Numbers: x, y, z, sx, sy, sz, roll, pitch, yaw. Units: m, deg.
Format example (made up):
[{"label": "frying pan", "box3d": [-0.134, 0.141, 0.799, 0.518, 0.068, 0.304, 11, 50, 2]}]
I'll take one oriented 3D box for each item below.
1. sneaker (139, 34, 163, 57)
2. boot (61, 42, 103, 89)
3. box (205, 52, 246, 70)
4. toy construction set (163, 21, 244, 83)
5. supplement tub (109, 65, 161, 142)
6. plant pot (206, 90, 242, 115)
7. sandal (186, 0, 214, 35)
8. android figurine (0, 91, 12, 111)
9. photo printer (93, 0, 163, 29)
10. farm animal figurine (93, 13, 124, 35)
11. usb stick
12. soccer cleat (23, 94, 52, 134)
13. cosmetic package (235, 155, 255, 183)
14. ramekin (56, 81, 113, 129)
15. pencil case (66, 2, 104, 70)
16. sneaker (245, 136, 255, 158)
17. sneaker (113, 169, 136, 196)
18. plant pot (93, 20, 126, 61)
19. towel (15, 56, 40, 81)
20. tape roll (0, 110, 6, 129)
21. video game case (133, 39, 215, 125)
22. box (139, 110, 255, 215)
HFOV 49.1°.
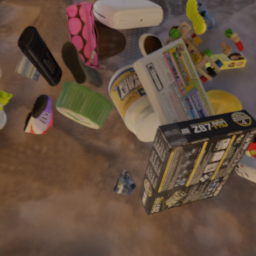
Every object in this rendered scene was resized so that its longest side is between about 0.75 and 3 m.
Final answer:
[{"label": "sneaker", "box3d": [0.812, -3.001, 10.885, 1.038, 2.452, 0.893, 26, 96, 27]}, {"label": "boot", "box3d": [-1.123, -1.566, 7.230, 0.468, 1.173, 1.290, -19, 2, 20]}, {"label": "box", "box3d": [4.776, -3.282, 13.821, 1.889, 0.473, 0.711, -9, 49, -7]}, {"label": "toy construction set", "box3d": [2.460, -2.788, 9.625, 2.522, 1.938, 2.104, -16, 71, 29]}, {"label": "supplement tub", "box3d": [0.533, -0.975, 10.820, 1.934, 1.934, 2.674, -17, 51, -15]}, {"label": "plant pot", "box3d": [3.380, -0.444, 10.791, 1.515, 1.515, 1.426, 24, 69, 19]}, {"label": "sandal", "box3d": [2.594, -4.059, 10.090, 0.709, 0.647, 1.628, -7, 72, -20]}, {"label": "android figurine", "box3d": [-3.873, -0.559, 7.634, 1.473, 1.341, 0.303, -31, 91, -5]}, {"label": "photo printer", "box3d": [-0.099, -4.076, 9.909, 2.086, 0.725, 1.736, -15, 40, -25]}, {"label": "farm animal figurine", "box3d": [-1.259, -4.581, 12.421, 2.288, 1.848, 1.151, 20, 70, 15]}, {"label": "usb stick", "box3d": [-2.514, -2.001, 8.304, 0.437, 2.682, 0.744, 15, 78, 6]}, {"label": "soccer cleat", "box3d": [-2.273, -0.316, 7.505, 0.667, 1.823, 0.622, 17, 58, -26]}, {"label": "cosmetic package", "box3d": [3.253, 1.095, 7.283, 0.372, 1.468, 0.606, -38, 100, -5]}, {"label": "ramekin", "box3d": [-1.380, -0.640, 8.618, 1.691, 1.691, 0.826, 20, 78, 17]}, {"label": "pencil case", "box3d": [-1.364, -2.807, 8.740, 0.966, 2.129, 0.997, -10, 7, -17]}, {"label": "sneaker", "box3d": [4.705, 0.824, 9.952, 0.802, 0.885, 2.083, -20, 52, -17]}, {"label": "sneaker", "box3d": [-0.045, 1.283, 6.369, 0.431, 0.390, 1.013, 25, 13, 1]}, {"label": "plant pot", "box3d": [-0.935, -3.246, 10.555, 1.667, 1.558, 1.558, -12, 46, -41]}, {"label": "towel", "box3d": [-3.428, -2.062, 9.723, 0.853, 0.626, 0.102, 25, 7, 0]}, {"label": "tape roll", "box3d": [-5.773, -0.298, 11.336, 1.579, 0.288, 1.579, 0, 48, 0]}, {"label": "video game case", "box3d": [1.531, -0.961, 8.283, 0.323, 2.927, 2.665, -16, 16, 42]}, {"label": "box", "box3d": [1.469, 0.874, 6.306, 2.111, 2.619, 0.643, -12, 49, -19]}]
